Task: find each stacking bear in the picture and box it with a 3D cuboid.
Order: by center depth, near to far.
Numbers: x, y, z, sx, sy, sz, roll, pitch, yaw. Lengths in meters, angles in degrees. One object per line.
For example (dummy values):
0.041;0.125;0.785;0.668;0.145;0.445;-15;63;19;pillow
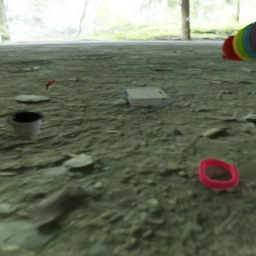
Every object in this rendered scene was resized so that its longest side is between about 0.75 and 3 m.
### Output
4.061;-2.788;9.245;1.305;1.394;2.295;21;-5;-21;stacking bear

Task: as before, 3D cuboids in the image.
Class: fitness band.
2.435;1.230;7.574;0.996;0.260;1.387;2;21;13;fitness band

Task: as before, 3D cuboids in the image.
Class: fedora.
-3.717;-0.110;10.286;1.490;0.673;1.318;13;25;28;fedora

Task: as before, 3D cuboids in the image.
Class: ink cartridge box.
0.953;-1.620;14.396;1.947;0.422;1.912;-1;22;-9;ink cartridge box

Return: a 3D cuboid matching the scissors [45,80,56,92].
-2.993;-1.520;10.352;0.417;0.079;1.139;-7;31;10;scissors
